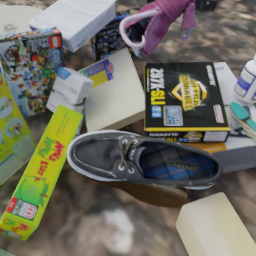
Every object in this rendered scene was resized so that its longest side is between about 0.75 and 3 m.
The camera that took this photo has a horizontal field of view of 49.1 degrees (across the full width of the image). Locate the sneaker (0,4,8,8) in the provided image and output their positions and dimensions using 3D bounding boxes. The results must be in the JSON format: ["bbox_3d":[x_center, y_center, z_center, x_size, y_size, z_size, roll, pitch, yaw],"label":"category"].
[{"bbox_3d":[-4.588,-4.065,9.938,1.415,0.530,0.638,10,46,9],"label":"sneaker"}]

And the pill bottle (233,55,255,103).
[{"bbox_3d":[2.683,-1.071,5.877,0.590,0.986,0.590,10,41,-8],"label":"pill bottle"}]

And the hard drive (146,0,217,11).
[{"bbox_3d":[2.163,-5.372,11.003,2.634,0.498,1.840,12,52,8],"label":"hard drive"}]

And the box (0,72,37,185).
[{"bbox_3d":[-2.863,-0.006,5.186,0.694,2.867,1.682,29,56,23],"label":"box"}]

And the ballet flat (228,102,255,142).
[{"bbox_3d":[2.306,-0.096,5.572,0.338,0.312,1.001,-16,54,-23],"label":"ballet flat"}]

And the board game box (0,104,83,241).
[{"bbox_3d":[-1.685,0.824,5.523,0.572,1.221,2.403,26,51,-14],"label":"board game box"}]

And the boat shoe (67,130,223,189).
[{"bbox_3d":[0.250,0.562,4.807,2.758,0.914,0.964,12,78,4],"label":"boat shoe"}]

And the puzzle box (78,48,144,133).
[{"bbox_3d":[-0.430,-0.967,7.241,1.574,0.301,2.366,-23,51,10],"label":"puzzle box"}]

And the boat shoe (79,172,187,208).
[{"bbox_3d":[0.120,0.883,5.804,2.377,0.858,0.856,15,54,18],"label":"boat shoe"}]

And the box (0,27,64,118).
[{"bbox_3d":[-2.196,-1.245,6.609,1.372,2.009,0.379,-21,48,-27],"label":"box"}]

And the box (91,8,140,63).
[{"bbox_3d":[-0.349,-2.670,8.217,1.475,1.464,0.366,-21,67,-15],"label":"box"}]

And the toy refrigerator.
[{"bbox_3d":[1.763,2.435,4.463,0.898,0.974,2.566,-15,52,-12],"label":"toy refrigerator"}]

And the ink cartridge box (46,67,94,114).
[{"bbox_3d":[-1.410,-0.802,6.737,0.767,1.061,0.447,33,19,19],"label":"ink cartridge box"}]

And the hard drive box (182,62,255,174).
[{"bbox_3d":[1.746,-0.247,6.576,2.023,0.997,2.595,-10,51,-7],"label":"hard drive box"}]

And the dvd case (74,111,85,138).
[{"bbox_3d":[-1.450,-0.126,7.075,0.603,0.091,0.827,8,52,6],"label":"dvd case"}]

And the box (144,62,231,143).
[{"bbox_3d":[1.132,-0.592,5.905,1.593,0.492,1.994,-1,51,6],"label":"box"}]

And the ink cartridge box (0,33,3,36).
[{"bbox_3d":[-4.118,-2.400,6.465,1.868,0.441,1.495,46,48,-13],"label":"ink cartridge box"}]

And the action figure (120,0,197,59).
[{"bbox_3d":[0.830,-2.825,6.569,2.301,1.714,1.542,-37,79,16],"label":"action figure"}]

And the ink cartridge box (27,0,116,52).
[{"bbox_3d":[-1.335,-2.986,7.369,2.035,0.414,2.039,33,71,37],"label":"ink cartridge box"}]

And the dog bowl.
[{"bbox_3d":[-3.422,-2.545,8.405,2.616,1.030,2.616,0,51,0],"label":"dog bowl"}]

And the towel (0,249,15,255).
[{"bbox_3d":[-2.585,2.522,4.860,1.291,0.198,0.963,18,55,15],"label":"towel"}]
